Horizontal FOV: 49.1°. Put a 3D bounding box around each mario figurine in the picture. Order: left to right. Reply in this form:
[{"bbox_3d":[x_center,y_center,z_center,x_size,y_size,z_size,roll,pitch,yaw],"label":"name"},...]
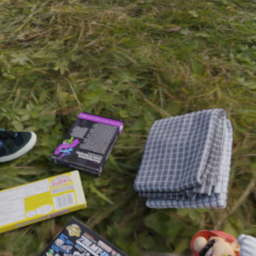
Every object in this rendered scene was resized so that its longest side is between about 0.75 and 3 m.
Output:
[{"bbox_3d":[1.787,2.879,5.712,1.722,1.478,2.789,-16,3,4],"label":"mario figurine"}]

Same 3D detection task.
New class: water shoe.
[{"bbox_3d":[-4.454,0.432,8.761,2.933,1.157,1.049,-12,39,-11],"label":"water shoe"}]

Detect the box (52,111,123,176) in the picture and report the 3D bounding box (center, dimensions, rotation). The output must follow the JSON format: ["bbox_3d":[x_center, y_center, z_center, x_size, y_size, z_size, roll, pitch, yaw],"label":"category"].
[{"bbox_3d":[-1.282,0.445,9.366,1.619,0.409,2.264,14,46,13],"label":"box"}]

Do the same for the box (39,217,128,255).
[{"bbox_3d":[-1.179,3.413,6.455,2.000,0.497,1.986,26,51,23],"label":"box"}]

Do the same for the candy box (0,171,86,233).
[{"bbox_3d":[-2.450,2.028,7.893,2.344,0.310,1.198,-13,43,-12],"label":"candy box"}]

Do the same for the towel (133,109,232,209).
[{"bbox_3d":[1.512,0.788,7.773,2.306,1.192,2.785,-11,43,37],"label":"towel"}]

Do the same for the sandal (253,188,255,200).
[{"bbox_3d":[4.173,2.230,7.594,0.708,0.476,1.764,-21,50,-19],"label":"sandal"}]
